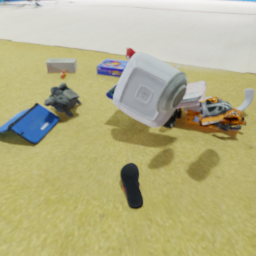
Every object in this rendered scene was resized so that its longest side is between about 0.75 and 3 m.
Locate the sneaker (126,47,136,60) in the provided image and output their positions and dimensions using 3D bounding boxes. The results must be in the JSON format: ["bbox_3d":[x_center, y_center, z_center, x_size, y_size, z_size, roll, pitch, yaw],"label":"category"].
[{"bbox_3d":[0.371,-2.615,10.089,0.711,0.482,1.230,5,6,14],"label":"sneaker"}]

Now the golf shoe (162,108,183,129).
[{"bbox_3d":[1.580,-0.414,11.122,0.711,0.623,1.613,1,22,34],"label":"golf shoe"}]

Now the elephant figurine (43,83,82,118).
[{"bbox_3d":[-2.608,-1.012,11.431,1.405,1.281,1.811,-23,29,-9],"label":"elephant figurine"}]

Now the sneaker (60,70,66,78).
[{"bbox_3d":[-3.572,-2.940,15.474,0.312,0.295,0.808,16,32,-17],"label":"sneaker"}]

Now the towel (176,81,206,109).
[{"bbox_3d":[1.866,-1.298,11.661,2.567,0.414,2.452,-8,20,22],"label":"towel"}]

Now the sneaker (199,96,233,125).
[{"bbox_3d":[2.581,-0.615,8.218,0.701,0.692,1.792,-17,4,33],"label":"sneaker"}]

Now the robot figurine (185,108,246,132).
[{"bbox_3d":[3.398,-0.404,10.753,2.160,0.629,1.566,9,25,25],"label":"robot figurine"}]

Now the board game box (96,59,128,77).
[{"bbox_3d":[-0.532,-3.382,15.917,2.118,0.474,1.424,10,33,16],"label":"board game box"}]

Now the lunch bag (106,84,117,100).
[{"bbox_3d":[0.238,-1.494,10.865,1.814,1.156,1.542,0,19,24],"label":"lunch bag"}]

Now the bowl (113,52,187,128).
[{"bbox_3d":[0.650,-1.198,9.535,2.238,2.235,0.835,30,23,5],"label":"bowl"}]

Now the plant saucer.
[{"bbox_3d":[1.374,-0.970,8.265,0.352,1.404,1.404,36,44,22],"label":"plant saucer"}]

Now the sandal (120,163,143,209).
[{"bbox_3d":[0.098,1.649,7.951,0.565,0.339,1.504,-8,47,-3],"label":"sandal"}]

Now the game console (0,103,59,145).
[{"bbox_3d":[-3.901,-0.028,10.741,1.658,1.150,1.943,34,35,-5],"label":"game console"}]

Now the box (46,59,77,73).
[{"bbox_3d":[-3.810,-3.587,16.110,1.607,0.625,0.763,1,32,2],"label":"box"}]

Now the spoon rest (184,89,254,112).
[{"bbox_3d":[3.716,-0.914,11.420,2.902,0.880,1.442,-12,7,-5],"label":"spoon rest"}]

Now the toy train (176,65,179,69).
[{"bbox_3d":[1.678,-2.205,11.611,0.285,1.026,0.771,32,43,-14],"label":"toy train"}]
